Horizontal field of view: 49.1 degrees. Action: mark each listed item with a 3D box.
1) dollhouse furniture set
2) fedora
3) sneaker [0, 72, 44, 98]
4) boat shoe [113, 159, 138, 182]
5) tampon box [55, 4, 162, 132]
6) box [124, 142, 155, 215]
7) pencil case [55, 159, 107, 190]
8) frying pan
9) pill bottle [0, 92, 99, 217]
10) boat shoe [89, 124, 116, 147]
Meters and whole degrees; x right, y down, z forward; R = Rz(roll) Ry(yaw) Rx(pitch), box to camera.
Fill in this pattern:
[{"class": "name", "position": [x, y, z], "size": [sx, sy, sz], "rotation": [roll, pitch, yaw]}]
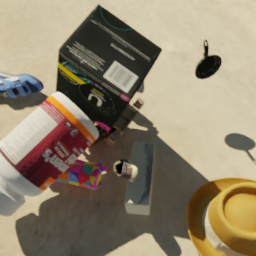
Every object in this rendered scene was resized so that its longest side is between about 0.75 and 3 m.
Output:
[{"class": "dollhouse furniture set", "position": [-0.574, -0.276, 8.617], "size": [1.237, 1.057, 2.387], "rotation": [35, 64, 1]}, {"class": "fedora", "position": [2.834, 2.099, 6.502], "size": [2.839, 1.158, 2.839], "rotation": [0, 51, -1]}, {"class": "sneaker", "position": [-3.864, -1.370, 9.589], "size": [2.006, 0.742, 0.825], "rotation": [4, 54, 12]}, {"class": "boat shoe", "position": [-0.146, 0.921, 6.464], "size": [0.392, 1.209, 0.435], "rotation": [25, 90, -19]}, {"class": "tampon box", "position": [-0.625, -1.297, 7.041], "size": [1.845, 2.461, 1.554], "rotation": [34, 67, -2]}, {"class": "box", "position": [0.337, 1.290, 7.362], "size": [0.616, 0.740, 1.801], "rotation": [3, 55, 7]}, {"class": "pencil case", "position": [-1.492, 1.148, 7.507], "size": [1.720, 0.760, 0.760], "rotation": [12, 52, 10]}, {"class": "frying pan", "position": [2.078, -1.824, 7.748], "size": [0.841, 1.391, 0.226], "rotation": [-41, 49, 21]}, {"class": "pill bottle", "position": [-2.122, 0.597, 6.490], "size": [1.503, 1.503, 2.744], "rotation": [39, 78, 27]}, {"class": "boat shoe", "position": [-0.711, 0.074, 8.519], "size": [0.518, 0.519, 1.474], "rotation": [31, 59, 24]}]
